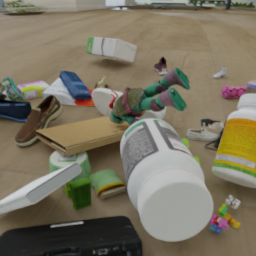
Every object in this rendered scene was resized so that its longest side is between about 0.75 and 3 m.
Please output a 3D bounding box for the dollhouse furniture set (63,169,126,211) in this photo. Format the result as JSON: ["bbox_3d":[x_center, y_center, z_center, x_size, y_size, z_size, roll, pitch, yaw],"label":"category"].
[{"bbox_3d":[-0.826,1.275,6.984,1.445,0.725,0.946,-14,32,-23],"label":"dollhouse furniture set"}]

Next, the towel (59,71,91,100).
[{"bbox_3d":[-2.274,-1.853,12.106,0.933,0.406,1.672,-4,45,-45],"label":"towel"}]

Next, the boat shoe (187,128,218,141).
[{"bbox_3d":[2.469,0.190,9.276,1.015,0.354,0.360,5,30,6],"label":"boat shoe"}]

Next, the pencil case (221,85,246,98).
[{"bbox_3d":[4.751,-1.599,12.178,1.263,0.592,0.573,-4,36,-11],"label":"pencil case"}]

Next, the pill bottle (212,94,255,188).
[{"bbox_3d":[3.008,0.305,7.087,1.206,2.172,1.206,20,-10,4],"label":"pill bottle"}]

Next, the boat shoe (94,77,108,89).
[{"bbox_3d":[-1.164,-1.995,13.086,0.495,0.466,1.301,28,32,-2],"label":"boat shoe"}]

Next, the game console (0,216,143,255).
[{"bbox_3d":[-1.070,2.724,4.901,2.648,1.541,2.329,-4,0,-9],"label":"game console"}]

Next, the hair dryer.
[{"bbox_3d":[3.410,0.291,9.134,2.026,0.550,1.543,-4,45,4],"label":"hair dryer"}]

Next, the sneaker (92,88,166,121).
[{"bbox_3d":[0.042,-0.878,10.479,2.842,1.069,1.258,22,41,18],"label":"sneaker"}]

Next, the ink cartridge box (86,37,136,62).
[{"bbox_3d":[-0.982,-4.546,16.267,2.398,1.011,1.752,19,12,39],"label":"ink cartridge box"}]

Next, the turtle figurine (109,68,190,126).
[{"bbox_3d":[0.384,-0.552,8.297,1.479,2.937,2.199,26,53,-34],"label":"turtle figurine"}]

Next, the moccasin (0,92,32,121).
[{"bbox_3d":[-4.689,-0.932,10.415,2.352,0.802,0.946,12,23,-5],"label":"moccasin"}]

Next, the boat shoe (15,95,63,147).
[{"bbox_3d":[-3.081,-0.334,9.397,0.813,0.814,2.202,7,42,21],"label":"boat shoe"}]

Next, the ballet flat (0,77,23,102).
[{"bbox_3d":[-5.095,-1.477,11.999,0.864,0.864,2.328,-15,31,-24],"label":"ballet flat"}]

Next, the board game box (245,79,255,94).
[{"bbox_3d":[4.950,-1.035,10.502,1.024,1.285,0.622,24,37,37],"label":"board game box"}]

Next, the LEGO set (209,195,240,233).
[{"bbox_3d":[2.172,1.984,6.075,0.470,0.437,1.144,25,31,32],"label":"LEGO set"}]

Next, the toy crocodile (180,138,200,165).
[{"bbox_3d":[1.448,0.987,7.458,0.730,0.798,2.365,-17,28,1],"label":"toy crocodile"}]

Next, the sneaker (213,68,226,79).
[{"bbox_3d":[4.767,-2.851,14.521,0.846,0.486,0.318,-14,32,-23],"label":"sneaker"}]

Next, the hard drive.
[{"bbox_3d":[-2.046,1.362,6.079,1.989,0.261,1.311,-26,4,42],"label":"hard drive"}]

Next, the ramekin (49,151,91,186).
[{"bbox_3d":[-1.603,0.998,7.640,1.132,0.553,1.132,-1,29,0],"label":"ramekin"}]

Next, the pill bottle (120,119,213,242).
[{"bbox_3d":[0.686,0.945,6.024,1.542,1.542,2.727,-3,22,-5],"label":"pill bottle"}]

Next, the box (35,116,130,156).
[{"bbox_3d":[-1.199,0.139,8.709,2.661,0.283,2.176,-14,19,-35],"label":"box"}]

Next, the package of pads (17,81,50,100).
[{"bbox_3d":[-4.187,-1.693,12.524,1.281,0.437,0.990,-18,34,-29],"label":"package of pads"}]

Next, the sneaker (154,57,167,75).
[{"bbox_3d":[1.812,-3.490,15.255,0.572,0.873,1.512,-7,30,-12],"label":"sneaker"}]

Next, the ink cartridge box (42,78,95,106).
[{"bbox_3d":[-2.320,-1.587,12.257,2.250,0.532,1.801,4,30,9],"label":"ink cartridge box"}]
